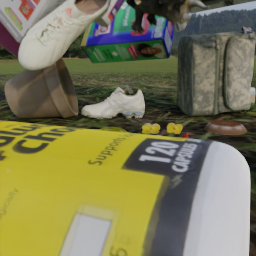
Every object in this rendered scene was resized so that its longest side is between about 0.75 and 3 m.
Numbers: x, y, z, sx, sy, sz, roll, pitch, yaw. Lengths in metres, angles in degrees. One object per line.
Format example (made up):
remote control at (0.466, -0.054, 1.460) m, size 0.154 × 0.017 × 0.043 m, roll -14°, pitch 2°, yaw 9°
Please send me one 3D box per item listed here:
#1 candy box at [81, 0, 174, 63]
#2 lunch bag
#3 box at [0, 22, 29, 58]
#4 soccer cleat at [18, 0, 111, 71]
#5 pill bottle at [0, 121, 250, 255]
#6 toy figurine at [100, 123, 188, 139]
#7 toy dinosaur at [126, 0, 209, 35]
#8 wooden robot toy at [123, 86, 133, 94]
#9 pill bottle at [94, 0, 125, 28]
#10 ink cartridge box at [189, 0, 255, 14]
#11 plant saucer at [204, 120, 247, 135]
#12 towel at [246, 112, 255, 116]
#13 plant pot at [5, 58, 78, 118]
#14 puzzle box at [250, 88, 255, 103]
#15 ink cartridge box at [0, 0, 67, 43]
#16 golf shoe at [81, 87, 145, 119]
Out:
candy box at (0.072, -3.548, 9.719) m, size 2.861 × 2.419 × 1.102 m, roll 0°, pitch -26°, yaw 22°
lunch bag at (2.807, -1.740, 8.833) m, size 2.192 × 2.613 × 1.821 m, roll -4°, pitch 14°, yaw -5°
box at (-3.149, -3.100, 6.601) m, size 1.122 × 2.321 × 2.042 m, roll -38°, pitch -22°, yaw 6°
soccer cleat at (-0.979, -1.594, 4.316) m, size 1.798 × 0.623 × 0.697 m, roll -44°, pitch 12°, yaw -11°
pill bottle at (-0.661, 0.647, 1.643) m, size 2.459 × 1.377 × 1.377 m, roll 5°, pitch 15°, yaw 22°
toy figurine at (0.172, 0.440, 4.649) m, size 1.544 × 0.814 × 0.925 m, roll -1°, pitch -15°, yaw -16°
toy dinosaur at (0.303, -2.545, 4.826) m, size 0.986 × 2.561 × 1.310 m, roll -27°, pitch -13°, yaw -41°
wooden robot toy at (-0.039, -1.879, 14.545) m, size 0.461 × 0.447 × 1.015 m, roll -36°, pitch 17°, yaw 1°
pill bottle at (-0.460, -3.731, 7.291) m, size 1.067 × 1.916 × 1.067 m, roll 33°, pitch 2°, yaw -2°
ink cartridge box at (2.138, -3.675, 6.172) m, size 2.973 × 1.724 × 1.008 m, roll 8°, pitch -15°, yaw 40°
plant saucer at (2.440, -0.039, 7.026) m, size 1.022 × 0.187 × 1.022 m, roll 0°, pitch 13°, yaw 0°
towel at (4.248, -0.425, 8.839) m, size 0.898 × 0.081 × 0.387 m, roll 11°, pitch 19°, yaw 39°
plant pot at (-2.582, -1.055, 8.322) m, size 1.685 × 1.942 × 1.942 m, roll -17°, pitch 14°, yaw 1°
puzzle box at (4.833, -1.593, 13.028) m, size 1.964 × 0.375 × 2.953 m, roll 6°, pitch 15°, yaw 23°
ink cartridge box at (-1.767, -2.637, 4.625) m, size 1.604 × 1.827 × 0.766 m, roll -35°, pitch 3°, yaw 36°
golf shoe at (-0.456, -0.768, 8.476) m, size 1.927 × 0.937 × 0.754 m, roll -4°, pitch 16°, yaw -10°
